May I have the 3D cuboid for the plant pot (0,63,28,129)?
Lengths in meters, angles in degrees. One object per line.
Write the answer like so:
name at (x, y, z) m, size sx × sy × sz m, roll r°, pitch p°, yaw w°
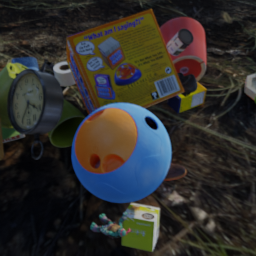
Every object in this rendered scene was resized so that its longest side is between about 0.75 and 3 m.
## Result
plant pot at (-4.116, -1.259, 9.934) m, size 1.916 × 1.762 × 1.916 m, roll 36°, pitch 23°, yaw -18°

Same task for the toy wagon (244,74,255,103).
toy wagon at (6.770, -1.647, 12.425) m, size 2.973 × 0.588 × 2.307 m, roll 14°, pitch 45°, yaw 14°

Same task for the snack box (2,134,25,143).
snack box at (-5.446, 0.305, 10.490) m, size 2.884 × 0.351 × 1.037 m, roll -16°, pitch 47°, yaw -17°

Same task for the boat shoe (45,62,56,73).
boat shoe at (-3.755, -3.065, 14.038) m, size 1.184 × 0.434 × 0.441 m, roll 13°, pitch 45°, yaw 13°

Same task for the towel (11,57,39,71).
towel at (-4.976, -2.718, 13.589) m, size 1.252 × 0.544 × 2.242 m, roll -12°, pitch 44°, yaw -13°

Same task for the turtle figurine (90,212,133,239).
turtle figurine at (-0.284, 1.779, 5.029) m, size 0.787 × 0.396 × 0.590 m, roll -5°, pitch 6°, yaw 42°

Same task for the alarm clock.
alarm clock at (-2.727, -0.462, 8.338) m, size 1.892 × 0.934 × 2.806 m, roll -10°, pitch 78°, yaw 36°

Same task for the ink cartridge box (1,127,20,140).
ink cartridge box at (-5.288, -0.222, 10.308) m, size 2.833 × 0.679 × 2.062 m, roll -25°, pitch 52°, yaw -21°

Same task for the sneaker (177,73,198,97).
sneaker at (2.115, -1.501, 10.176) m, size 0.680 × 0.812 × 1.790 m, roll -35°, pitch 22°, yaw 3°

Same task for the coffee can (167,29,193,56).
coffee can at (1.976, -3.268, 10.732) m, size 0.656 × 0.896 × 0.656 m, roll 7°, pitch 72°, yaw -21°

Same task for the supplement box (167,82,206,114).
supplement box at (2.489, -1.321, 11.921) m, size 1.425 × 0.776 × 0.780 m, roll -20°, pitch 47°, yaw -20°

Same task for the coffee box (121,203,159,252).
coffee box at (0.338, 2.569, 7.307) m, size 0.826 × 0.827 × 0.818 m, roll 6°, pitch 10°, yaw 15°

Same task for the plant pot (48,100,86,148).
plant pot at (-2.388, -0.376, 10.032) m, size 1.476 × 1.476 × 1.578 m, roll -23°, pitch 56°, yaw -23°

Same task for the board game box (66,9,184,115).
board game box at (-0.301, -1.861, 9.899) m, size 2.857 × 2.854 × 2.855 m, roll -23°, pitch 4°, yaw -12°

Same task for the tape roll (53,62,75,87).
tape roll at (-2.949, -2.553, 13.273) m, size 1.068 × 0.733 × 1.068 m, roll 0°, pitch 43°, yaw 0°

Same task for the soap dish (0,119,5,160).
soap dish at (-4.727, 0.176, 8.750) m, size 1.611 × 2.047 × 0.831 m, roll -8°, pitch -4°, yaw 19°

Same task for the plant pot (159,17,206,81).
plant pot at (2.505, -3.393, 13.074) m, size 2.562 × 2.562 × 2.267 m, roll -1°, pitch 54°, yaw -1°

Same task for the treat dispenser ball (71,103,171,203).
treat dispenser ball at (-0.181, 0.645, 7.390) m, size 2.595 × 2.595 × 2.595 m, roll 0°, pitch 43°, yaw 0°

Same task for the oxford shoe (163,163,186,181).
oxford shoe at (1.090, 1.310, 9.232) m, size 1.689 × 0.613 × 0.601 m, roll 3°, pitch 43°, yaw 3°
